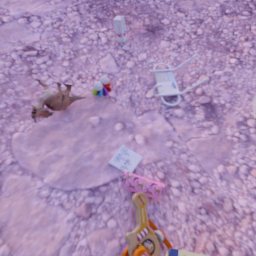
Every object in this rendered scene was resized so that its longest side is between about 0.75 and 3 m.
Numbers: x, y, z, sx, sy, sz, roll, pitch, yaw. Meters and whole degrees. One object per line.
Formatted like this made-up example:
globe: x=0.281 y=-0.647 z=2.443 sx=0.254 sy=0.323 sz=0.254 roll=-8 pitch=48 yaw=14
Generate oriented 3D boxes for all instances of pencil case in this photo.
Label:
pencil case: x=0.485 y=1.975 z=9.488 sx=1.470 sy=0.636 sz=0.609 roll=17 pitch=57 yaw=12

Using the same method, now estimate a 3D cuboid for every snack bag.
snack bag: x=-0.069 y=1.195 z=10.389 sx=1.001 sy=0.107 sz=0.943 roll=28 pitch=60 yaw=19

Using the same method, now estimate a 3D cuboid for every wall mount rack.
wall mount rack: x=2.100 y=-2.271 z=12.336 sx=2.319 sy=0.995 sz=2.669 roll=-6 pitch=55 yaw=-5

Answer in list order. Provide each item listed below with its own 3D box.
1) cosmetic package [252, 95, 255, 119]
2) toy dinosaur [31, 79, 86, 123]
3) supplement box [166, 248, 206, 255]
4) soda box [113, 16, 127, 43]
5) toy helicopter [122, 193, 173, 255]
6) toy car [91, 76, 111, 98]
cosmetic package: x=5.639 y=-0.907 z=11.470 sx=0.791 sy=0.796 sz=0.952 roll=6 pitch=54 yaw=6
toy dinosaur: x=-2.945 y=-1.016 z=11.306 sx=1.046 sy=1.651 sz=2.436 roll=15 pitch=9 yaw=43
supplement box: x=1.833 y=4.152 z=7.055 sx=2.044 sy=2.042 sz=1.372 roll=9 pitch=55 yaw=6
soda box: x=-0.380 y=-4.955 z=14.093 sx=0.394 sy=1.238 sz=0.421 roll=14 pitch=53 yaw=22
toy helicopter: x=0.553 y=3.070 z=8.481 sx=1.446 sy=0.863 sz=2.187 roll=4 pitch=69 yaw=-29
toy car: x=-1.111 y=-1.687 z=12.089 sx=0.717 sy=0.837 sz=0.956 roll=40 pitch=61 yaw=-2
